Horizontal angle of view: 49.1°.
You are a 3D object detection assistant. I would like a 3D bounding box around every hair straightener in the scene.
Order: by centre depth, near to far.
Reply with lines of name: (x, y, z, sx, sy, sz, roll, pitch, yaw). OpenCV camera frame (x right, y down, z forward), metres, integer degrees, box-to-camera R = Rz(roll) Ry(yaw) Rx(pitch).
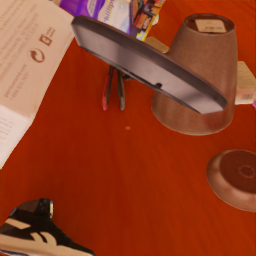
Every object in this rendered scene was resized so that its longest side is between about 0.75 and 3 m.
hair straightener: (-0.142, -1.543, 8.791, 1.082, 0.576, 2.813, 2, 40, 1)

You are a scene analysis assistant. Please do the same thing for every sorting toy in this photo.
sorting toy: (0.748, -2.881, 10.214, 1.282, 0.310, 2.277, -21, 49, -26)

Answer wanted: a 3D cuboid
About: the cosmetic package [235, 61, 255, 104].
cosmetic package: (3.357, -1.406, 8.545, 0.772, 0.545, 1.492, -2, 44, -2)

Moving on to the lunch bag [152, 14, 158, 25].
lunch bag: (0.668, -4.764, 11.994, 0.919, 0.442, 1.146, -35, 54, -30)

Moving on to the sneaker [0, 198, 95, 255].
sneaker: (-1.412, 1.843, 5.157, 1.916, 0.700, 1.072, 8, 46, 10)

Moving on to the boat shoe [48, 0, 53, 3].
boat shoe: (-3.546, -6.808, 13.747, 0.672, 0.863, 1.900, 3, 45, 3)

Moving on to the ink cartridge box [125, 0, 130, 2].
ink cartridge box: (0.114, -5.962, 12.254, 2.410, 1.749, 1.005, -35, 52, -30)

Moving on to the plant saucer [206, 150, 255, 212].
plant saucer: (2.617, 1.043, 6.261, 1.655, 0.303, 1.655, 0, 44, 0)

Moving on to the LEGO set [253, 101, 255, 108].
LEGO set: (4.362, -0.973, 8.041, 1.707, 0.651, 0.701, -15, 47, -16)

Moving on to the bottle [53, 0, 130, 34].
bottle: (-0.665, -2.579, 6.110, 1.862, 0.778, 0.608, 14, 9, -22)

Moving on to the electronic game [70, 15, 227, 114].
electronic game: (0.241, -0.724, 3.292, 1.981, 0.412, 1.981, 29, 8, -4)

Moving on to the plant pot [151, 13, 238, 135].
plant pot: (1.850, -1.500, 7.252, 2.337, 2.500, 2.337, 0, 45, 0)

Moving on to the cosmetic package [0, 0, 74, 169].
cosmetic package: (-1.989, -0.736, 3.733, 1.713, 2.059, 1.723, 29, 55, -20)

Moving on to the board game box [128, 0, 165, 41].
board game box: (0.294, -2.238, 4.969, 0.301, 0.878, 1.062, 14, 50, -19)
